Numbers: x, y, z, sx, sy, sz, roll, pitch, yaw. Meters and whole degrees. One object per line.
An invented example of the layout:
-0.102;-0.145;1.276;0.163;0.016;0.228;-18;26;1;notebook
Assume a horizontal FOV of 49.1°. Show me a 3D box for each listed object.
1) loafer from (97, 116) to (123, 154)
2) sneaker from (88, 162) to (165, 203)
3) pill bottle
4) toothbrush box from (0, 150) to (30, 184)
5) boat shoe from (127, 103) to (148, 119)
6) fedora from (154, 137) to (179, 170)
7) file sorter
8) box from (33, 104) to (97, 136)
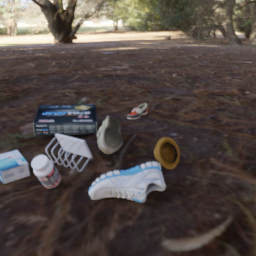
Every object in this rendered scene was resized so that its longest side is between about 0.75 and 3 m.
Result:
-0.804;0.398;11.418;0.952;0.859;2.516;35;22;-13;loafer
0.015;1.785;8.264;2.361;0.885;1.023;-17;53;-8;sneaker
-2.558;1.362;8.710;0.624;1.076;0.624;-6;48;7;pill bottle
-4.075;1.325;9.709;0.911;0.531;1.245;-15;26;-33;toothbrush box
0.504;-0.873;14.970;0.573;0.504;1.610;20;31;35;boat shoe
1.327;0.932;10.143;1.228;1.228;0.501;-20;4;-39;fedora
-2.157;0.904;10.083;1.318;0.915;0.821;12;50;27;file sorter
-2.874;-0.428;13.137;2.762;0.635;2.195;-1;26;-8;box
